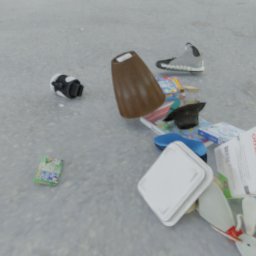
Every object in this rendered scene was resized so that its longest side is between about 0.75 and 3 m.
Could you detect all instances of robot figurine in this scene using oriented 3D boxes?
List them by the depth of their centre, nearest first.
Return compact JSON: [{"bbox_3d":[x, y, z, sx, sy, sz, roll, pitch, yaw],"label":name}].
[{"bbox_3d":[-2.819,-1.877,12.813,1.596,1.199,0.996,21,59,24],"label":"robot figurine"}]

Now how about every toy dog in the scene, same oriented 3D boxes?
[{"bbox_3d":[2.548,2.098,7.333,2.851,1.373,1.881,25,44,29],"label":"toy dog"}]

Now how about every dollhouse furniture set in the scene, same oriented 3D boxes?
[{"bbox_3d":[2.381,-1.159,11.729,1.016,1.076,0.702,-4,15,-19],"label":"dollhouse furniture set"}]

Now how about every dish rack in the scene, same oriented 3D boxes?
[{"bbox_3d":[1.162,1.481,7.823,0.441,2.026,1.739,26,15,-44],"label":"dish rack"}]

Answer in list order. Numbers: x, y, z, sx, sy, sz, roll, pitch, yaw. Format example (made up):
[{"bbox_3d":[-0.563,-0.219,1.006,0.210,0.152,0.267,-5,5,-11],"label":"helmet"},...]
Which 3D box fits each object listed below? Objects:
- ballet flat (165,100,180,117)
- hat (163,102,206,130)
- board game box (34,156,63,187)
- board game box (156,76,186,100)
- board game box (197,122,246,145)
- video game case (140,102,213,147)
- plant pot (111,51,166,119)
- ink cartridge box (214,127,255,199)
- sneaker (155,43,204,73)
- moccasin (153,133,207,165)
[{"bbox_3d":[1.786,-0.709,11.118,0.328,0.328,0.883,38,92,38],"label":"ballet flat"},{"bbox_3d":[2.226,-0.339,10.363,1.778,1.778,0.717,-15,74,-19],"label":"hat"},{"bbox_3d":[-2.563,1.389,9.097,0.711,0.154,1.056,13,37,-9],"label":"board game box"},{"bbox_3d":[1.821,-1.862,13.104,1.381,0.394,1.410,-7,40,-9],"label":"board game box"},{"bbox_3d":[3.365,0.218,9.892,1.260,0.275,1.266,-13,25,-26],"label":"board game box"},{"bbox_3d":[2.071,-0.068,11.061,1.966,0.240,2.750,-24,44,-28],"label":"video game case"},{"bbox_3d":[0.195,-1.749,10.651,1.957,2.094,1.957,-18,31,11],"label":"plant pot"},{"bbox_3d":[3.372,1.015,7.612,0.910,2.167,1.577,1,71,-13],"label":"ink cartridge box"},{"bbox_3d":[2.704,-3.679,14.485,2.557,1.477,0.959,4,7,-8],"label":"sneaker"},{"bbox_3d":[1.607,0.809,9.258,1.024,0.868,2.546,-23,17,-14],"label":"moccasin"}]
